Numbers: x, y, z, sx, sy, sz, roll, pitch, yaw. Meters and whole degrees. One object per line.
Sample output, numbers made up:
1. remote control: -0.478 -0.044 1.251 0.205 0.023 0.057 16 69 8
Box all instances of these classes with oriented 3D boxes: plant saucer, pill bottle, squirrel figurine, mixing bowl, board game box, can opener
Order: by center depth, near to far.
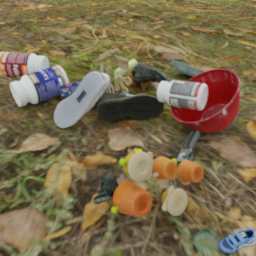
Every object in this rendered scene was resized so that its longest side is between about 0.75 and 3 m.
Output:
1. can opener: 2.089 0.703 9.514 0.375 0.470 1.407 -5 38 44
2. pill bottle: 1.985 -1.239 10.353 1.690 0.979 0.979 13 37 29
3. mixing bowl: 3.077 -0.793 10.530 2.630 1.424 2.630 -26 37 22
4. board game box: -1.889 -1.803 12.373 1.666 0.514 1.665 -9 9 16
5. pill bottle: -3.896 -1.825 12.375 2.280 1.320 1.320 -28 43 -29
6. pill bottle: -5.038 -2.998 13.553 2.152 1.229 1.229 4 35 3
7. squirrel figurine: 0.601 -2.416 13.850 1.418 1.004 1.324 -9 44 11
8. plant saucer: 3.248 -2.862 14.234 2.377 0.458 2.377 18 16 -5

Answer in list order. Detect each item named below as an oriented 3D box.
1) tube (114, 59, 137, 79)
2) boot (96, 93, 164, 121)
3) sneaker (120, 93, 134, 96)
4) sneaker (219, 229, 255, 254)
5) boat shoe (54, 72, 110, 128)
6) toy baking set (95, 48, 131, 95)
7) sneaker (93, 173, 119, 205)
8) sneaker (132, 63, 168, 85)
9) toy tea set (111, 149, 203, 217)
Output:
1. tube: -0.167 -2.843 13.548 1.515 0.440 0.393 -42 14 -32
2. boot: -0.038 -1.133 11.896 2.731 1.058 1.889 -1 23 -15
3. sneaker: -0.044 -1.361 12.706 0.848 0.314 0.349 13 40 19
4. sneaker: 2.665 2.721 6.818 1.002 0.412 0.370 -14 40 -17
5. boat shoe: -1.716 -0.999 10.710 1.033 2.808 0.918 55 25 8
6. toy baking set: -0.793 -2.320 12.289 0.301 1.989 2.591 -25 14 -38
7. sneaker: -0.634 1.641 7.598 0.473 0.709 1.237 -23 -7 26
8. sneaker: 0.890 -2.257 12.742 1.796 0.687 1.029 30 67 24
9. toy tea set: 0.750 1.482 7.547 2.837 1.687 1.050 11 -4 -35
